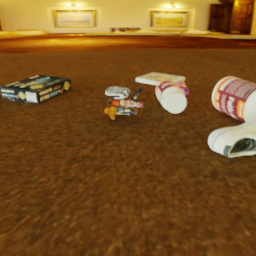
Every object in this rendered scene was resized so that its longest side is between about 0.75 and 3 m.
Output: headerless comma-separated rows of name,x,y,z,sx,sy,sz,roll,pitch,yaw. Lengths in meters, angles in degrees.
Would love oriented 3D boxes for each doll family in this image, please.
doll family,-0.258,-0.632,9.922,0.990,0.719,1.596,2,3,-32

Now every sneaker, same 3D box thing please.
sneaker,3.506,0.322,7.814,2.502,0.914,0.886,-16,35,-14

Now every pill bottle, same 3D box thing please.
pill bottle,4.225,-0.881,9.801,1.382,1.382,2.421,-9,25,-21
pill bottle,1.701,-1.254,11.180,0.966,0.966,1.764,-2,24,-5

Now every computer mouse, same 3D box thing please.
computer mouse,-0.226,-1.506,12.427,1.623,0.356,0.890,9,52,23

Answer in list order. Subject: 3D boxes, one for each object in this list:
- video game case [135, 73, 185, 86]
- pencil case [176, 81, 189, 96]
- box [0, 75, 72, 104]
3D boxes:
video game case,1.781,-2.670,15.410,2.076,0.238,1.889,16,28,33
pencil case,2.479,-1.809,13.021,0.553,0.553,1.251,2,23,4
box,-4.179,-1.840,13.004,2.052,0.594,2.582,10,25,22
